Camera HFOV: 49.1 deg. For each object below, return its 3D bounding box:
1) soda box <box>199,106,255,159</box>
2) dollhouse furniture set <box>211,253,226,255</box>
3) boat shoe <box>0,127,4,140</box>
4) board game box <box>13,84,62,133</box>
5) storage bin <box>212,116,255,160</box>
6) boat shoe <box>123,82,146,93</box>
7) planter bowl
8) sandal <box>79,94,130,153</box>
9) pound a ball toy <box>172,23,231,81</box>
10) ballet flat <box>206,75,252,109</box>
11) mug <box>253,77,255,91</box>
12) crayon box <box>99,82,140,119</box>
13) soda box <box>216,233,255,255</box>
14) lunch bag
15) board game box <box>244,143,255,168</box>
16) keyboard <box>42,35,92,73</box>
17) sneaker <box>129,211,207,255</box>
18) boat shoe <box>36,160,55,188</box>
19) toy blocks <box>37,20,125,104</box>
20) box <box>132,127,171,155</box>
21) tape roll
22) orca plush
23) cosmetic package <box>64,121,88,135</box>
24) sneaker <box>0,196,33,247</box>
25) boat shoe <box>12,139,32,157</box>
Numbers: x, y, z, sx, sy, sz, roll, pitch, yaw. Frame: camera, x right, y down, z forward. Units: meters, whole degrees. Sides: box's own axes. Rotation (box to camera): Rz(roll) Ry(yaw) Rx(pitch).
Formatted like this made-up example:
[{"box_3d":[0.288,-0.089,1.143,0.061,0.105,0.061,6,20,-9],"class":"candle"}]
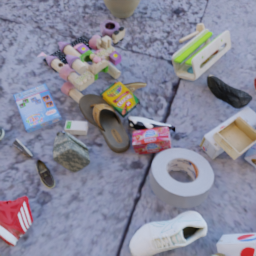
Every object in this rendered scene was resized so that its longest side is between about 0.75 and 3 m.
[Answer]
[{"box_3d":[3.724,0.165,10.214,2.263,0.771,0.720,-31,63,-18],"class":"soda box"},{"box_3d":[1.972,3.901,7.690,1.971,1.743,1.096,16,74,-39],"class":"dollhouse furniture set"},{"box_3d":[-5.500,0.607,9.981,2.174,0.672,0.814,-34,69,-16],"class":"boat shoe"},{"box_3d":[-3.601,-0.813,11.074,1.379,0.334,1.824,-23,61,-14],"class":"board game box"},{"box_3d":[3.615,0.307,9.368,1.098,0.515,1.090,-32,64,-18],"class":"storage bin"},{"box_3d":[0.093,-1.613,11.497,1.354,0.437,0.482,-6,14,6],"class":"boat shoe"},{"box_3d":[-0.303,-6.399,13.915,2.063,1.389,2.063,-1,57,1],"class":"planter bowl"},{"box_3d":[-0.869,-0.298,10.405,1.133,0.757,2.772,-27,67,-15],"class":"sandal"},{"box_3d":[3.095,-3.342,12.325,2.933,1.246,1.912,-41,41,-22],"class":"pound a ball toy"},{"box_3d":[3.863,-1.444,11.009,0.660,0.772,2.324,-23,41,-10],"class":"ballet flat"},{"box_3d":[5.774,-1.937,11.250,1.203,1.068,0.802,-11,52,10],"class":"mug"},{"box_3d":[-0.340,-1.154,10.690,0.892,0.357,1.405,-41,73,-16],"class":"crayon box"},{"box_3d":[3.687,3.260,7.395,2.440,0.831,0.777,-18,81,31],"class":"soda box"},{"box_3d":[-1.948,0.756,9.536,0.859,1.232,1.034,-35,43,14],"class":"lunch bag"},{"box_3d":[5.523,-0.220,9.213,0.600,2.916,2.909,39,64,-4],"class":"board game box"},{"box_3d":[-2.548,-3.353,12.685,2.363,0.303,1.419,-40,66,-21],"class":"keyboard"},{"box_3d":[1.149,3.111,8.108,2.396,0.960,0.843,-22,90,-4],"class":"sneaker"},{"box_3d":[-2.875,1.566,9.582,0.410,0.363,1.121,-32,65,-22],"class":"boat shoe"},{"box_3d":[-1.826,-2.885,10.913,2.333,2.771,2.590,42,66,16],"class":"toy blocks"},{"box_3d":[0.834,0.457,9.892,1.302,0.621,0.649,-8,47,13],"class":"box"},{"box_3d":[1.714,1.576,9.103,1.987,0.656,1.987,2,42,-1],"class":"tape roll"},{"box_3d":[0.844,0.059,10.486,1.839,0.654,0.967,7,19,6],"class":"orca plush"},{"box_3d":[-1.943,0.001,10.564,0.800,0.339,0.431,2,55,1],"class":"cosmetic package"},{"box_3d":[-3.979,2.500,8.848,2.314,0.907,1.337,38,57,8],"class":"sneaker"},{"box_3d":[-3.823,0.802,10.109,1.013,0.339,0.289,38,78,26],"class":"boat shoe"}]
